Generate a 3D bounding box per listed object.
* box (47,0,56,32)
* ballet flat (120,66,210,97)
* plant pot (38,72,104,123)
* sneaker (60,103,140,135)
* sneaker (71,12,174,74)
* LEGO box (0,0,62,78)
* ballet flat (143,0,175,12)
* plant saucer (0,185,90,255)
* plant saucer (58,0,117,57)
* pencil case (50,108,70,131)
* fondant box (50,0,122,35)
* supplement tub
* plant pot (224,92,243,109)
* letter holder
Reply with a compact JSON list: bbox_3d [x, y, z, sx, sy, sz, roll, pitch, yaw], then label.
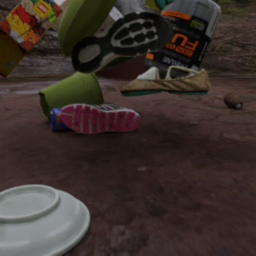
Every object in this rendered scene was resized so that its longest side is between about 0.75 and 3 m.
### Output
[{"bbox_3d":[-2.556,-3.991,9.884,0.951,1.044,0.544,-8,7,-41],"label":"box"},{"bbox_3d":[0.969,-1.257,7.559,2.404,0.785,0.848,-1,4,1],"label":"ballet flat"},{"bbox_3d":[-2.330,-1.094,11.085,2.051,2.160,2.160,-22,23,-26],"label":"plant pot"},{"bbox_3d":[-1.007,-0.375,9.720,2.677,0.987,1.171,1,13,-15],"label":"sneaker"},{"bbox_3d":[-0.080,-1.794,6.163,2.355,0.906,1.044,-10,-1,26],"label":"sneaker"},{"bbox_3d":[-3.012,-2.552,7.772,2.257,0.871,1.681,-15,42,51],"label":"LEGO box"},{"bbox_3d":[0.571,-2.588,5.572,0.498,0.497,1.487,1,27,25],"label":"ballet flat"},{"bbox_3d":[-1.500,1.246,4.083,1.861,0.467,1.861,0,13,0],"label":"plant saucer"},{"bbox_3d":[-0.829,-2.459,5.891,0.329,2.119,2.119,38,14,-4],"label":"plant saucer"},{"bbox_3d":[-1.931,-0.379,10.079,1.837,0.798,0.717,-8,-15,-31],"label":"pencil case"},{"bbox_3d":[-1.149,-3.202,8.675,1.680,0.678,2.328,-23,-38,32],"label":"fondant box"},{"bbox_3d":[1.579,-2.574,8.840,1.741,2.843,1.741,19,12,-4],"label":"supplement tub"},{"bbox_3d":[5.382,-1.288,14.127,0.786,0.786,0.841,-2,30,-10],"label":"plant pot"},{"bbox_3d":[-0.215,-2.711,10.964,2.119,1.506,1.066,4,22,0],"label":"letter holder"}]
